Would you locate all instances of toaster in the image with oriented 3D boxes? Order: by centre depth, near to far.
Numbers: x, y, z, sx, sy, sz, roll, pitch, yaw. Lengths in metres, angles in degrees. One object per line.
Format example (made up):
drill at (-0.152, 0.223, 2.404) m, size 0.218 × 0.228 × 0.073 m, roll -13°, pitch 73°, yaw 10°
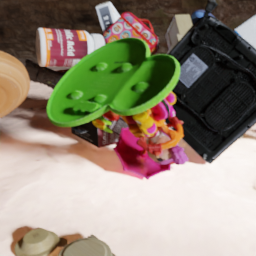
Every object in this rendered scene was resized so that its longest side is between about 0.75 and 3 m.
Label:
toaster at (1.951, -0.996, 6.591) m, size 2.491 × 2.755 × 1.635 m, roll 44°, pitch 19°, yaw 7°

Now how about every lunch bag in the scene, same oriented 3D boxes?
lunch bag at (0.145, -2.236, 7.090) m, size 1.313 × 1.157 × 0.538 m, roll 47°, pitch 5°, yaw 17°

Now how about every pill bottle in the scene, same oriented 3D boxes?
pill bottle at (-1.323, -1.822, 6.451) m, size 1.448 × 0.827 × 0.827 m, roll -6°, pitch 17°, yaw -24°

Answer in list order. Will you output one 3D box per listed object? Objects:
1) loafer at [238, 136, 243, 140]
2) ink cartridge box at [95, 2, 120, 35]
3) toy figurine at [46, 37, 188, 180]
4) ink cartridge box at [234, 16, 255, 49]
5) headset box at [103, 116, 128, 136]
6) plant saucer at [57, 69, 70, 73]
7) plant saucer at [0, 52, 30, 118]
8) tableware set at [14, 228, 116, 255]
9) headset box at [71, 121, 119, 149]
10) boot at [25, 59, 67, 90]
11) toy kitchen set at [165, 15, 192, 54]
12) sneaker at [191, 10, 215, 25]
loafer at (2.930, 0.162, 8.216) m, size 0.993 × 0.339 × 0.376 m, roll -4°, pitch 16°, yaw -13°
ink cartridge box at (-0.146, -2.267, 8.693) m, size 0.529 × 2.436 × 2.413 m, roll -17°, pitch 1°, yaw 11°
toy figurine at (0.279, -0.021, 5.118) m, size 2.710 × 2.494 × 2.034 m, roll 14°, pitch 61°, yaw 48°
ink cartridge box at (3.717, -2.342, 9.097) m, size 1.401 × 1.426 × 1.937 m, roll -37°, pitch -4°, yaw -24°
headset box at (-0.371, -0.612, 7.230) m, size 1.673 × 0.646 × 1.245 m, roll 28°, pitch 45°, yaw -1°
plant saucer at (-1.862, -1.726, 8.983) m, size 1.507 × 0.243 × 1.507 m, roll -5°, pitch 17°, yaw 2°
plant saucer at (-3.417, -0.680, 6.007) m, size 2.619 × 0.423 × 2.619 m, roll -24°, pitch -17°, yaw -8°
tableware set at (-1.091, 1.650, 3.187) m, size 1.451 × 0.202 × 1.737 m, roll 8°, pitch 18°, yaw 32°
headset box at (-0.565, -0.142, 8.338) m, size 2.194 × 0.847 × 1.633 m, roll -12°, pitch 20°, yaw -36°
boot at (-2.220, -1.299, 7.716) m, size 1.460 × 0.581 × 1.677 m, roll 12°, pitch -23°, yaw -18°
toy kitchen set at (2.355, -1.937, 8.880) m, size 2.188 × 2.425 × 1.978 m, roll -7°, pitch -17°, yaw -12°
sneaker at (2.389, -2.371, 8.439) m, size 0.938 × 2.280 × 0.843 m, roll -37°, pitch 22°, yaw -21°
